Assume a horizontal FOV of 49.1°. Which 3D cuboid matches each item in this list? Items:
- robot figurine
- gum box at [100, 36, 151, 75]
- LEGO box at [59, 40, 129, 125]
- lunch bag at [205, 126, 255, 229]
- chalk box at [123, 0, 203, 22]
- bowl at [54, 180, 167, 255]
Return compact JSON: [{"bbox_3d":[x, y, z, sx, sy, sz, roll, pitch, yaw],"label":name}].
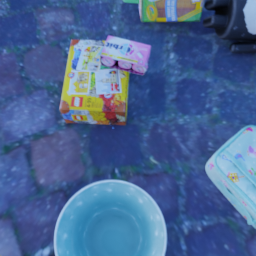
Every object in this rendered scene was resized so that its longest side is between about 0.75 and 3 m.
[{"bbox_3d":[4.004,-3.819,9.370,2.794,2.099,1.744,1,53,-5],"label":"robot figurine"},{"bbox_3d":[-0.038,-2.126,8.269,1.397,0.462,0.793,15,66,5],"label":"gum box"},{"bbox_3d":[-0.943,-1.428,8.747,1.895,0.982,2.544,2,65,1],"label":"LEGO box"},{"bbox_3d":[3.464,1.369,7.321,2.072,0.996,2.583,-35,71,-22],"label":"lunch bag"},{"bbox_3d":[1.138,-4.747,9.667,2.677,1.666,1.657,-3,43,-1],"label":"chalk box"},{"bbox_3d":[-0.381,2.616,6.719,2.478,1.296,2.478,0,65,1],"label":"bowl"}]
